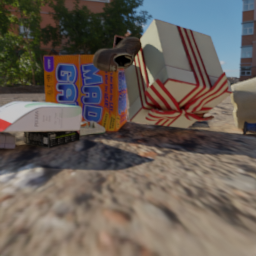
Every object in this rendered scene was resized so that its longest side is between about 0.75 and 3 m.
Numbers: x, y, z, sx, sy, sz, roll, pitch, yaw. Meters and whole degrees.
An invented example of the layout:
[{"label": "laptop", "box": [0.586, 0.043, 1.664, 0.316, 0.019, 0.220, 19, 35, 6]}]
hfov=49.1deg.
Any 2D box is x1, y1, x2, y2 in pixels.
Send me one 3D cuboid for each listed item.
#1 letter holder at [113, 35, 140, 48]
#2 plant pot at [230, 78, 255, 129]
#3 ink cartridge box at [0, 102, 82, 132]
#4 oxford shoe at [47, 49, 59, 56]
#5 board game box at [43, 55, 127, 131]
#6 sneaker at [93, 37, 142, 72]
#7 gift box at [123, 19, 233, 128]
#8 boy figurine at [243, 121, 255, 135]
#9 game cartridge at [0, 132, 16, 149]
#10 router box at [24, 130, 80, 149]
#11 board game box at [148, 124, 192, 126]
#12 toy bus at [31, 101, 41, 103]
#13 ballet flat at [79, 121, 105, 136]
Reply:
[{"label": "letter holder", "box": [0.338, -3.027, 10.813, 1.521, 0.765, 1.081, -4, 23, -37]}, {"label": "plant pot", "box": [4.879, -0.897, 9.897, 2.234, 2.441, 2.441, -9, 6, 17]}, {"label": "ink cartridge box", "box": [-3.085, -0.353, 7.410, 2.967, 0.743, 2.388, 1, 7, -37]}, {"label": "oxford shoe", "box": [-3.131, -2.993, 12.751, 1.222, 0.516, 0.444, 38, -19, -13]}, {"label": "board game box", "box": [-1.479, -1.381, 10.877, 2.592, 2.594, 2.592, 1, 9, 7]}, {"label": "sneaker", "box": [-0.087, -2.019, 8.052, 0.782, 0.729, 2.071, 30, 44, 23]}, {"label": "gift box", "box": [1.440, -1.569, 8.863, 2.675, 2.707, 2.899, 3, -28, -22]}, {"label": "boy figurine", "box": [4.442, 0.023, 8.924, 1.418, 0.457, 0.881, 5, 14, 24]}, {"label": "game cartridge", "box": [-4.166, 0.166, 7.350, 1.645, 0.487, 2.538, 1, 6, -38]}, {"label": "router box", "box": [-2.115, 0.218, 7.891, 0.944, 0.391, 1.260, 5, 10, 30]}, {"label": "board game box", "box": [1.790, -0.399, 11.876, 1.753, 0.362, 1.757, 2, 9, 10]}, {"label": "toy bus", "box": [-4.115, -0.805, 13.612, 1.166, 0.791, 1.119, 12, -1, 44]}, {"label": "ballet flat", "box": [-1.279, 0.002, 9.098, 1.372, 0.492, 0.492, -8, 12, -44]}]
